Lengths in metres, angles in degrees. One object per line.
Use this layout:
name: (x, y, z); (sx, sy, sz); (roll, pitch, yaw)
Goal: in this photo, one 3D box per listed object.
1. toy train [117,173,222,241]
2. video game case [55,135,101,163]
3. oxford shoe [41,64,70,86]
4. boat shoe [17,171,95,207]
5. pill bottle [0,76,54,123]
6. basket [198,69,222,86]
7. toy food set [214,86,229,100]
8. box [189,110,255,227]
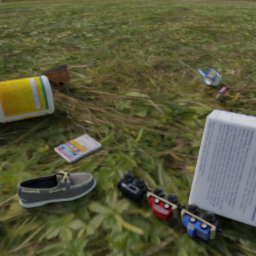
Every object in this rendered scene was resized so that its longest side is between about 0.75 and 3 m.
toy train: (0.927, 2.015, 7.234); (2.992, 0.510, 0.685); (21, 50, 31)
video game case: (-1.738, 0.696, 9.751); (1.320, 0.115, 0.944); (-26, 40, -36)
oxford shoe: (-3.739, -2.604, 14.352); (0.988, 0.987, 2.769); (-31, 23, -23)
boat shoe: (-1.955, 1.600, 7.785); (2.137, 0.639, 0.764); (-11, 33, -17)
pill bottle: (-4.559, -1.102, 11.253); (2.825, 1.593, 1.593); (-13, 34, -19)
basket: (4.193, -2.620, 14.393); (1.094, 0.761, 0.965); (24, 25, -20)
toy food set: (4.402, -1.626, 12.934); (0.178, 0.718, 1.129); (41, 51, 22)
box: (3.069, 1.001, 6.941); (2.564, 2.358, 1.345); (14, 16, 20)
